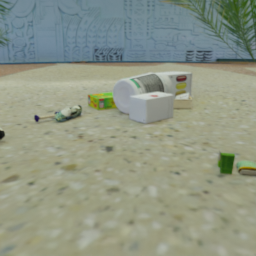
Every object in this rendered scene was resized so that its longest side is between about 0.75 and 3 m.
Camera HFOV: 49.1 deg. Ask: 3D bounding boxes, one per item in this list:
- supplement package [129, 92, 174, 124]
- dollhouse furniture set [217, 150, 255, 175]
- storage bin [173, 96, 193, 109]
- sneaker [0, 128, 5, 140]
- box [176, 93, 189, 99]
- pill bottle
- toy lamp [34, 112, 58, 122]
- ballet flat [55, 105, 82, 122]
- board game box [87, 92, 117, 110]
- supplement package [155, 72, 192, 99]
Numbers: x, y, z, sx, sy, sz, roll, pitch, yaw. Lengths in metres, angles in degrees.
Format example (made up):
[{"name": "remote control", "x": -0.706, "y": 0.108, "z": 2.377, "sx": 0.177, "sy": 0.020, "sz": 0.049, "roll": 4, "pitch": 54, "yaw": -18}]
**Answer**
[{"name": "supplement package", "x": 0.953, "y": -0.848, "z": 11.303, "sx": 1.616, "sy": 0.968, "sz": 0.980, "roll": -15, "pitch": 22, "yaw": -40}, {"name": "dollhouse furniture set", "x": 2.686, "y": 0.790, "z": 6.735, "sx": 0.959, "sy": 0.481, "sz": 0.628, "roll": 4, "pitch": 17, "yaw": 12}, {"name": "storage bin", "x": 2.519, "y": -1.248, "z": 13.471, "sx": 1.014, "sy": 0.475, "sz": 1.007, "roll": 0, "pitch": 17, "yaw": 1}, {"name": "sneaker", "x": -4.684, "y": 0.082, "z": 8.765, "sx": 1.711, "sy": 0.602, "sz": 0.800, "roll": -4, "pitch": 27, "yaw": -3}, {"name": "box", "x": 2.595, "y": -1.364, "z": 13.538, "sx": 0.655, "sy": 0.165, "sz": 0.907, "roll": -13, "pitch": 26, "yaw": 27}, {"name": "pill bottle", "x": 0.735, "y": -1.674, "z": 12.754, "sx": 1.530, "sy": 1.530, "sz": 2.705, "roll": 15, "pitch": 27, "yaw": 41}, {"name": "toy lamp", "x": -3.112, "y": -0.442, "z": 11.070, "sx": 1.129, "sy": 0.329, "sz": 0.329, "roll": -15, "pitch": 23, "yaw": -40}, {"name": "ballet flat", "x": -2.368, "y": -0.646, "z": 11.287, "sx": 0.537, "sy": 0.537, "sz": 1.447, "roll": 8, "pitch": 20, "yaw": 25}, {"name": "board game box", "x": -0.656, "y": -1.378, "z": 13.737, "sx": 2.369, "sy": 0.564, "sz": 1.203, "roll": -10, "pitch": 19, "yaw": -29}, {"name": "supplement package", "x": 2.161, "y": -2.285, "z": 15.210, "sx": 2.513, "sy": 1.429, "sz": 1.376, "roll": -14, "pitch": 21, "yaw": -38}]
